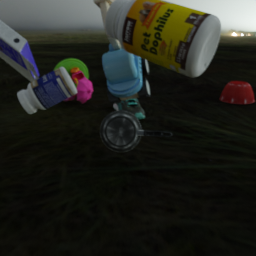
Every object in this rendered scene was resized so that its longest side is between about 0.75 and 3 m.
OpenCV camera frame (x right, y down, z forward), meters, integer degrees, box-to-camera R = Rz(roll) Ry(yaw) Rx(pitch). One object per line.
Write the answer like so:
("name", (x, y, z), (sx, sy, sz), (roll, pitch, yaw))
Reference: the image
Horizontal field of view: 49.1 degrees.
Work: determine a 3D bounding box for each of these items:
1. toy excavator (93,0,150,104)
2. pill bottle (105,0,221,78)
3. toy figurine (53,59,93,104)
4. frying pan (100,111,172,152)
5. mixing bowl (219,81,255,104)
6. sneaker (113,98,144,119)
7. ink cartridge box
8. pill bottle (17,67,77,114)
("toy excavator", (-0.310, -2.590, 9.385), (1.453, 2.828, 2.909), (-9, -24, 14))
("pill bottle", (0.831, -2.528, 7.439), (2.868, 1.566, 1.566), (28, 32, 24))
("toy figurine", (-2.912, -2.060, 14.283), (2.684, 2.015, 2.470), (-29, 38, -11))
("frying pan", (0.095, 0.189, 5.496), (1.368, 0.828, 0.223), (26, 2, 2))
("mixing bowl", (5.616, -1.868, 14.362), (1.719, 0.931, 1.719), (-2, 20, 1))
("sneaker", (-0.062, -1.188, 12.209), (1.094, 1.287, 2.821), (-8, 23, -18))
("ink cartridge box", (-3.907, -2.574, 9.773), (2.627, 0.570, 2.602), (40, -15, 2))
("pill bottle", (-2.165, -0.972, 7.508), (1.402, 0.811, 0.811), (-28, 25, -2))
